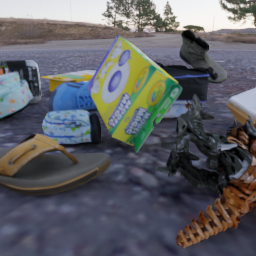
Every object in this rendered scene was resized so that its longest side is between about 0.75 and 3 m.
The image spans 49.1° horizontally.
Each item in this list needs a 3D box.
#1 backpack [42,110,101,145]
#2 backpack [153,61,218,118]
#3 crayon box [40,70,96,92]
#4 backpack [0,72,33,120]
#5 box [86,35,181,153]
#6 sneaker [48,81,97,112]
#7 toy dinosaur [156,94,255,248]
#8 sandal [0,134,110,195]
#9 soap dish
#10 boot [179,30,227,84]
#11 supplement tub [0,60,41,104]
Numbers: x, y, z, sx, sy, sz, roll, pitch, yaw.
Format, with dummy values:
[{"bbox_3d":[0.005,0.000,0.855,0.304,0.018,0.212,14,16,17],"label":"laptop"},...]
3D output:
[{"bbox_3d":[-1.308,-0.004,6.408,1.239,0.952,1.010,-15,24,2],"label":"backpack"},{"bbox_3d":[1.185,-1.224,8.519,2.216,1.707,2.111,2,22,-15],"label":"backpack"},{"bbox_3d":[-2.103,-1.952,12.123,1.758,0.721,2.797,15,23,37],"label":"crayon box"},{"bbox_3d":[-3.643,-0.900,8.199,1.386,1.209,1.577,-18,28,-1],"label":"backpack"},{"bbox_3d":[-0.015,-0.916,6.667,0.722,1.752,2.987,22,21,-35],"label":"box"},{"bbox_3d":[-1.388,-0.999,9.032,1.101,0.925,2.807,10,21,22],"label":"sneaker"},{"bbox_3d":[1.504,0.528,4.123,1.847,1.390,2.722,31,29,24],"label":"toy dinosaur"},{"bbox_3d":[-1.799,0.480,4.876,2.947,0.804,1.204,5,19,14],"label":"sandal"},{"bbox_3d":[3.593,-0.467,7.141,1.494,0.771,1.899,-20,18,5],"label":"soap dish"},{"bbox_3d":[2.238,-2.083,8.341,1.784,0.604,1.165,40,-5,12],"label":"boot"},{"bbox_3d":[-4.351,-1.507,9.580,2.475,1.516,1.516,-8,20,-22],"label":"supplement tub"}]
